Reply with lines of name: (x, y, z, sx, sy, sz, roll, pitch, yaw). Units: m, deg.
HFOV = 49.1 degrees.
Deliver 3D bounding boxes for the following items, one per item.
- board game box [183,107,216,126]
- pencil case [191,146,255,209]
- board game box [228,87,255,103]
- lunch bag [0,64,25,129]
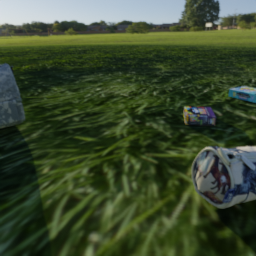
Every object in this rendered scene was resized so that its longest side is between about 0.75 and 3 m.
board game box: (2.302, -0.402, 9.163, 0.920, 0.316, 1.113, 1, 20, 6)
pencil case: (2.503, 0.688, 4.990, 2.586, 1.157, 1.006, -7, 62, -18)
board game box: (5.233, -1.423, 11.895, 1.099, 0.342, 1.456, -13, 24, -32)
lunch bag: (-4.153, -0.831, 7.918, 2.124, 1.781, 1.480, -16, 14, -34)
